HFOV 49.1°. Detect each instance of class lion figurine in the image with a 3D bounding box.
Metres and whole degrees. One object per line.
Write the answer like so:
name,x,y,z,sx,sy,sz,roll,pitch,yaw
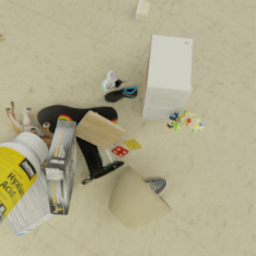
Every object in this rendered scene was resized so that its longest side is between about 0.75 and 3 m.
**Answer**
lion figurine,-3.449,0.238,10.057,0.928,1.568,2.561,-28,55,-32

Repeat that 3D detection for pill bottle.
pill bottle,-3.505,1.371,8.005,1.509,1.509,2.711,22,44,7

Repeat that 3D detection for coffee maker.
coffee maker,-1.212,0.838,9.771,1.638,1.149,1.706,-24,72,-7

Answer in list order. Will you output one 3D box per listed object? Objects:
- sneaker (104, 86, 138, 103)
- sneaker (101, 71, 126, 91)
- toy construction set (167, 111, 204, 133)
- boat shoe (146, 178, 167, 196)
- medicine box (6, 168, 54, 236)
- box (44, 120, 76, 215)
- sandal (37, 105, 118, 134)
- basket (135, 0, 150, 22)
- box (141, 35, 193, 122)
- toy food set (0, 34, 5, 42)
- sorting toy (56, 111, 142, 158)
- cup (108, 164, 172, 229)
sneaker,-0.281,-1.337,10.730,1.334,0.546,0.488,-15,70,-10
sneaker,-0.366,-1.444,8.558,0.659,0.366,0.942,0,45,21
toy construction set,1.844,-0.172,8.892,1.035,1.579,0.727,21,96,18
boat shoe,0.694,2.064,9.394,1.556,0.722,0.581,-26,64,-18
medicine box,-3.226,2.447,9.344,1.685,0.867,1.535,-32,75,-10
box,-1.926,1.194,8.267,0.548,2.266,1.795,5,42,-5
sandal,-1.864,-0.267,10.503,2.957,0.666,1.111,-2,76,-16
basket,0.638,-5.049,12.130,0.477,0.524,0.773,14,71,2
box,1.291,-1.605,9.823,1.373,2.583,1.967,7,69,2
toy food set,-5.702,-3.793,11.902,0.798,0.126,0.507,-28,73,-9
sorting toy,-0.814,0.047,8.778,2.631,1.268,0.445,28,48,-18
cup,0.208,2.347,8.911,1.424,1.991,1.991,-43,76,-3
